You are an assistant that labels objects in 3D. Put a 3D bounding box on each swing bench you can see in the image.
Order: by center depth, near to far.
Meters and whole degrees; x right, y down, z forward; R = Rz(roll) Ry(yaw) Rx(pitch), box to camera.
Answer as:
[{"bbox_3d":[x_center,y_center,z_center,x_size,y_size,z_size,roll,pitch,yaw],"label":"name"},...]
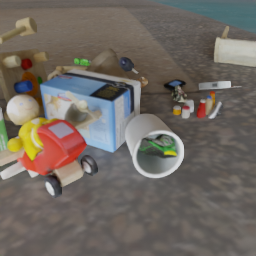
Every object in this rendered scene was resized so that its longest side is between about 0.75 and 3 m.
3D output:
[{"bbox_3d":[5.455,-3.749,13.272,2.265,1.477,2.277,15,39,23],"label":"swing bench"}]

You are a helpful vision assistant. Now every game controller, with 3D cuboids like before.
[{"bbox_3d":[1.814,-1.686,10.881,0.493,0.199,0.946,35,43,28],"label":"game controller"}]

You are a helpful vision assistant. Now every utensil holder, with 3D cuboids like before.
[{"bbox_3d":[0.534,0.336,6.459,1.109,1.109,1.304,-5,23,-9],"label":"utensil holder"}]

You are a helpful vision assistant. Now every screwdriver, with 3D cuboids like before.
[{"bbox_3d":[0.149,-1.873,8.912,0.387,0.371,2.663,26,9,12],"label":"screwdriver"}]

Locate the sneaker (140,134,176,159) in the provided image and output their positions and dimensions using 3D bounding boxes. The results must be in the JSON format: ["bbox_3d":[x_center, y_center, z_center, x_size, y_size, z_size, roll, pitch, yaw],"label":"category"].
[{"bbox_3d":[0.617,0.350,5.902,0.441,0.482,1.131,-14,-20,34],"label":"sneaker"}]

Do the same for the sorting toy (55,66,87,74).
[{"bbox_3d":[-2.703,-1.856,11.070,2.651,0.355,1.975,5,38,9],"label":"sorting toy"}]

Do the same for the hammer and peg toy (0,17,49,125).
[{"bbox_3d":[-3.082,-1.645,8.095,0.981,2.781,2.046,-7,18,19],"label":"hammer and peg toy"}]

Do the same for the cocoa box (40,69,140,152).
[{"bbox_3d":[-0.996,-0.561,7.679,2.263,1.509,1.485,15,34,24],"label":"cocoa box"}]

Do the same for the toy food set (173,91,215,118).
[{"bbox_3d":[2.160,-0.742,8.883,1.393,0.627,0.665,-5,31,-8],"label":"toy food set"}]

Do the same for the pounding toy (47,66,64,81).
[{"bbox_3d":[-2.339,-1.539,9.829,0.753,1.317,0.756,5,-7,39],"label":"pounding toy"}]

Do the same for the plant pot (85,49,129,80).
[{"bbox_3d":[-0.667,-1.857,9.925,1.253,1.444,1.444,46,40,0],"label":"plant pot"}]

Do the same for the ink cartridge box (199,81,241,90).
[{"bbox_3d":[3.224,-1.515,9.873,0.978,0.245,1.126,-8,9,-19],"label":"ink cartridge box"}]

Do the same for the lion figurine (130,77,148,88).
[{"bbox_3d":[0.261,-1.453,10.215,0.641,0.379,1.047,22,70,14],"label":"lion figurine"}]

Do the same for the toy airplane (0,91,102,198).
[{"bbox_3d":[-1.809,0.228,5.425,2.495,1.768,2.506,-18,12,8],"label":"toy airplane"}]

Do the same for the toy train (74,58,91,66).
[{"bbox_3d":[-2.152,-3.153,13.341,0.987,0.278,0.206,16,34,25],"label":"toy train"}]

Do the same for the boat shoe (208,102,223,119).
[{"bbox_3d":[2.798,-0.509,8.811,0.283,0.299,0.854,46,46,-4],"label":"boat shoe"}]

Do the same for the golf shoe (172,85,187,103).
[{"bbox_3d":[1.827,-1.178,9.978,0.450,0.395,1.022,20,33,-8],"label":"golf shoe"}]

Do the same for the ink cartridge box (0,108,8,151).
[{"bbox_3d":[-4.323,0.023,5.939,2.940,2.129,1.234,-21,34,-34],"label":"ink cartridge box"}]
